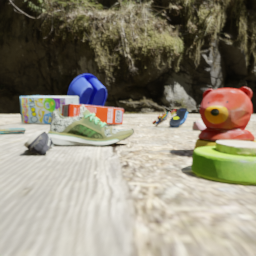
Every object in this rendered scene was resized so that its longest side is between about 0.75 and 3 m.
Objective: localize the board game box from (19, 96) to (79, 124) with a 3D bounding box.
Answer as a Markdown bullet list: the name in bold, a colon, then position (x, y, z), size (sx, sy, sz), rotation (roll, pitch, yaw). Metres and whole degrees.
- **board game box**: position (-3.934, -0.911, 14.074), size (2.579, 1.328, 1.353), rotation (3, 9, 19)

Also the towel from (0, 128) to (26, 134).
- **towel**: position (-3.859, 0.115, 8.579), size (1.356, 0.147, 0.994), rotation (-3, 4, -21)

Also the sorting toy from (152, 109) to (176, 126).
- **sorting toy**: position (1.469, -0.448, 11.975), size (1.344, 0.227, 0.648), rotation (-34, 12, 31)

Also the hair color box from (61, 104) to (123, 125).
- **hair color box**: position (-1.613, -0.582, 12.645), size (2.478, 0.792, 1.374), rotation (3, 0, -26)

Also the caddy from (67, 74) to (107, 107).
- **caddy**: position (-2.471, -1.632, 15.880), size (1.986, 2.809, 1.474), rotation (-6, 36, -44)

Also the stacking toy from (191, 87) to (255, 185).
- **stacking toy**: position (1.977, -0.036, 3.510), size (2.551, 1.078, 2.309), rotation (1, 4, 25)

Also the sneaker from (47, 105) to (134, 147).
- **sneaker**: position (-0.799, -0.054, 5.736), size (1.849, 0.819, 0.711), rotation (0, 4, -1)

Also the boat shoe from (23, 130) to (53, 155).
- **boat shoe**: position (-1.528, 0.304, 4.916), size (0.372, 0.431, 1.188), rotation (42, -8, -7)

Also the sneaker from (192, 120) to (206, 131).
- **sneaker**: position (2.513, -0.084, 9.634), size (0.285, 0.395, 0.756), rotation (0, 4, -34)

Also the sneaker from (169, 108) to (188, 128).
- **sneaker**: position (2.133, -0.264, 11.703), size (0.535, 0.637, 1.625), rotation (9, 29, 24)
